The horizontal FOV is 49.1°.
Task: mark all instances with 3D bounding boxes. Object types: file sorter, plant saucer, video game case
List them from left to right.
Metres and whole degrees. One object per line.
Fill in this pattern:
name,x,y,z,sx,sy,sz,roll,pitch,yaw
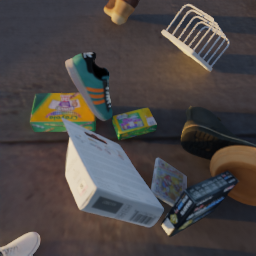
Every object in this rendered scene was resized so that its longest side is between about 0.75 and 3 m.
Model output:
video game case,1.092,1.472,7.319,1.134,0.130,1.032,35,47,-23
file sorter,2.460,-3.142,9.807,1.437,2.071,1.289,46,109,28
plant saucer,2.917,1.264,6.835,1.932,1.932,0.362,26,52,18

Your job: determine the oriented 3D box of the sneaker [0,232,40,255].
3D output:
sneaker,-2.781,2.960,6.482,1.545,0.547,0.564,-33,60,-22

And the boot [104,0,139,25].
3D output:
boot,0.037,-5.447,11.235,1.023,2.352,2.827,24,24,-21

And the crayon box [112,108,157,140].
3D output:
crayon box,0.192,-0.139,8.852,1.239,0.361,0.736,-15,55,-12

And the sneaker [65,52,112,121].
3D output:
sneaker,-0.844,-1.134,8.096,0.917,2.296,0.819,-21,43,9

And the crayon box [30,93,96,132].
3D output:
crayon box,-2.006,-0.500,8.966,1.957,0.570,1.162,-1,55,-2

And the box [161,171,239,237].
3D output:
box,1.672,1.749,6.548,1.673,1.329,0.385,-11,47,-38

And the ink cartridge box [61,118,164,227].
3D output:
ink cartridge box,-0.553,1.001,6.540,0.741,2.112,2.598,-54,40,8

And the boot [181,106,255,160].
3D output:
boot,2.933,0.288,8.228,2.773,1.074,1.918,28,32,-4
